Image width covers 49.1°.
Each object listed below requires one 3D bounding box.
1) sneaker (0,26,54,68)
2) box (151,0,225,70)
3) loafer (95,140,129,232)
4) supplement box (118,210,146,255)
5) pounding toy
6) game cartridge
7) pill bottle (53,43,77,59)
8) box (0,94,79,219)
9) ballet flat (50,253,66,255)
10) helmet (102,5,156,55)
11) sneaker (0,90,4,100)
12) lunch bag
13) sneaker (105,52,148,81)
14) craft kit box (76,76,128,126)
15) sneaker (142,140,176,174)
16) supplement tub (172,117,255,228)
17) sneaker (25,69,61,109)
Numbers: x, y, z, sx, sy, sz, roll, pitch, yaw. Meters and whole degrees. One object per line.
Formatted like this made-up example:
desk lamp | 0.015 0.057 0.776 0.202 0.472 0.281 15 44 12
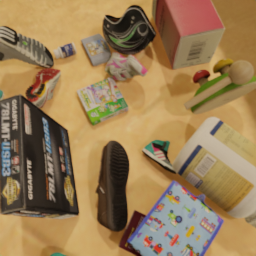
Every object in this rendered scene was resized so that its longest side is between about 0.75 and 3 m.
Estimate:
sneaker | -3.899 -2.660 10.026 1.333 2.309 0.866 -20 61 30
box | 2.053 -3.965 10.343 1.603 1.881 2.942 -13 67 -6
loafer | -0.607 1.654 8.271 0.942 0.969 2.655 -16 61 36
supplement box | 0.853 3.249 7.825 2.010 0.612 1.094 24 71 9
pounding toy | 2.701 -1.463 8.668 2.184 2.830 1.313 -26 79 21
game cartridge | -1.197 -3.054 10.852 0.890 0.278 1.336 -24 68 -6
pill bottle | -2.403 -2.916 10.662 0.813 0.451 0.451 -22 68 -10
box | -2.331 0.955 7.616 0.707 2.823 2.844 -15 67 7
ballet flat | -1.067 4.003 7.062 2.536 0.941 0.941 12 64 35
helmet | -0.036 -3.549 10.254 1.694 1.777 1.777 -29 66 18
sneaker | -5.070 -0.909 9.617 1.600 0.637 0.620 -27 55 -12
lunch bag | 1.291 2.546 7.160 1.642 1.026 2.181 37 76 14
sneaker | -0.103 -2.019 9.883 2.010 0.818 0.887 28 83 51
craft kit box | -0.908 -0.971 9.889 1.403 0.345 1.421 -26 68 -8
sneaker | 1.179 0.825 8.980 1.321 0.552 0.797 35 80 16
supplement tub | 2.912 1.228 7.961 2.803 2.024 2.024 39 71 16
sneaker | -2.958 -1.428 9.906 0.742 0.783 1.907 13 51 14
